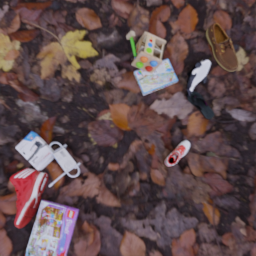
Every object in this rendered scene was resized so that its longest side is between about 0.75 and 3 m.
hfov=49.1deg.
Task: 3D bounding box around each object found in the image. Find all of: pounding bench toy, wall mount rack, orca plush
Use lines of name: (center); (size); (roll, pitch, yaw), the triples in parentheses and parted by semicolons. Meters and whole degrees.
pounding bench toy: (0.512, -2.813, 10.363); (1.423, 0.884, 1.110); (19, 66, -15)
wall mount rack: (-2.504, 1.322, 10.031); (1.314, 0.564, 1.512); (-34, 80, -34)
orca plush: (2.564, -1.967, 10.918); (0.888, 0.600, 1.687); (28, 82, -40)

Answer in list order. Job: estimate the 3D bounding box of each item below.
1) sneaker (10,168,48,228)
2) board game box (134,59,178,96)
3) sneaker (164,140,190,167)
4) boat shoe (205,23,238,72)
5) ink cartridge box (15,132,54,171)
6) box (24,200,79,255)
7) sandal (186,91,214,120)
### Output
sneaker: (-3.781, 2.421, 10.014); (1.174, 0.797, 2.033); (18, 68, 12)
board game box: (1.077, -1.980, 10.955); (1.463, 0.250, 0.984); (-21, 81, -4)
sneaker: (1.853, 0.926, 10.216); (1.273, 0.682, 0.425); (-43, 83, -7)
boat shoe: (3.696, -3.159, 10.939); (0.736, 0.690, 2.044); (-24, 81, -4)
ink cartridge box: (-3.373, 0.861, 10.319); (1.191, 0.502, 0.861); (43, 83, 7)
box: (-2.669, 3.689, 9.873); (1.342, 0.384, 1.962); (15, 80, 3)
sandal: (2.802, -0.926, 10.722); (0.510, 0.325, 1.356); (-40, 80, -7)
